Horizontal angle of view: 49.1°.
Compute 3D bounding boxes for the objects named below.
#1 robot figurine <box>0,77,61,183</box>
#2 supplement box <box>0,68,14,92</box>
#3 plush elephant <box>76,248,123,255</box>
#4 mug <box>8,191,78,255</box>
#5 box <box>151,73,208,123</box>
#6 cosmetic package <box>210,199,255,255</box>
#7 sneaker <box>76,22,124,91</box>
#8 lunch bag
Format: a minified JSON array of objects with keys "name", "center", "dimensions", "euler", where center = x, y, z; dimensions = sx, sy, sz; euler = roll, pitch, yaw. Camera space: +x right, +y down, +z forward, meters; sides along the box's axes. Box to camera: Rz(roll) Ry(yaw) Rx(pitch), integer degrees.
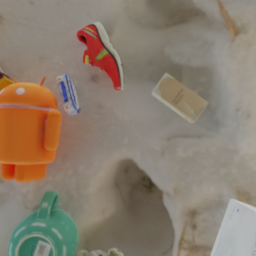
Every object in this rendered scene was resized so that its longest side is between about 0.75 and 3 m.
[{"name":"robot figurine","center":[-2.905,0.016,7.926],"dimensions":[1.712,2.112,2.936],"euler":[4,88,-22]},{"name":"supplement box","center":[-4.247,-1.474,8.545],"dimensions":[0.939,0.632,0.952],"euler":[-41,88,-2]},{"name":"plush elephant","center":[-0.850,4.125,7.920],"dimensions":[1.566,1.901,1.472],"euler":[-12,64,-3]},{"name":"mug","center":[-2.496,3.157,7.943],"dimensions":[1.806,1.359,2.198],"euler":[-27,87,-1]},{"name":"box","center":[1.544,-0.895,8.525],"dimensions":[1.556,0.605,0.739],"euler":[35,88,1]},{"name":"cosmetic package","center":[3.387,3.562,7.298],"dimensions":[1.603,2.608,2.600],"euler":[20,87,1]},{"name":"sneaker","center":[-0.851,-2.035,8.415],"dimensions":[0.993,0.900,2.338],"euler":[-24,76,-12]},{"name":"lunch bag","center":[-1.768,-0.950,8.322],"dimensions":[0.442,0.938,1.171],"euler":[-17,77,-3]}]
